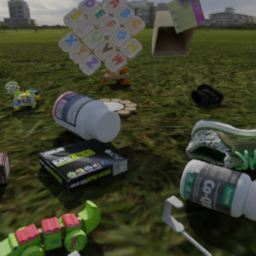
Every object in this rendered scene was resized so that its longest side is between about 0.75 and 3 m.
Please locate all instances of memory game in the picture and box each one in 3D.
[{"bbox_3d":[-0.784,-0.793,11.033,2.300,0.147,2.300,0,21,0],"label":"memory game"}]

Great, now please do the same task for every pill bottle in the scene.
[{"bbox_3d":[-1.222,-0.294,8.342,1.208,1.208,2.020,-20,30,-40],"label":"pill bottle"},{"bbox_3d":[1.776,1.158,5.220,1.432,0.810,0.810,13,25,32],"label":"pill bottle"}]

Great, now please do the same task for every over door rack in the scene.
[{"bbox_3d":[0.601,2.004,2.912,1.669,0.752,2.259,-18,49,-37],"label":"over door rack"}]

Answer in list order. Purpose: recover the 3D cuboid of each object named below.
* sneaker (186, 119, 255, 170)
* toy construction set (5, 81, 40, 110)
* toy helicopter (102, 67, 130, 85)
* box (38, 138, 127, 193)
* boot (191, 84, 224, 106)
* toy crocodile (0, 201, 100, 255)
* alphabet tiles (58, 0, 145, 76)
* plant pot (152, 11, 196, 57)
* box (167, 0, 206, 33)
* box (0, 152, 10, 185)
[{"bbox_3d":[2.657,0.671,6.464,2.930,1.127,1.298,9,36,35],"label":"sneaker"},{"bbox_3d":[-4.332,-1.285,11.490,1.198,0.841,1.826,-15,37,-32],"label":"toy construction set"},{"bbox_3d":[-0.679,-2.796,15.525,1.468,0.875,2.219,-9,11,1],"label":"toy helicopter"},{"bbox_3d":[-1.081,0.812,6.679,1.592,0.378,1.537,-16,29,-35],"label":"box"},{"bbox_3d":[3.140,-1.456,12.053,1.220,0.614,1.632,-9,24,-22],"label":"boot"},{"bbox_3d":[-1.235,1.657,4.332,1.745,0.539,0.589,-12,25,-26],"label":"toy crocodile"},{"bbox_3d":[-0.916,-3.262,9.724,2.778,2.840,0.207,-42,-10,-6],"label":"alphabet tiles"},{"bbox_3d":[1.488,-3.431,9.980,1.309,1.310,1.160,-4,56,-8],"label":"plant pot"},{"bbox_3d":[1.637,-3.261,7.917,0.432,0.893,0.785,-35,19,-32],"label":"box"},{"bbox_3d":[-3.379,0.961,6.141,1.390,0.521,0.696,-4,22,-15],"label":"box"}]
